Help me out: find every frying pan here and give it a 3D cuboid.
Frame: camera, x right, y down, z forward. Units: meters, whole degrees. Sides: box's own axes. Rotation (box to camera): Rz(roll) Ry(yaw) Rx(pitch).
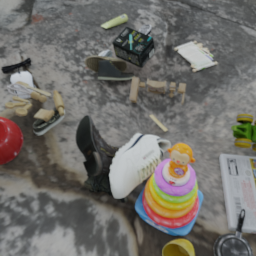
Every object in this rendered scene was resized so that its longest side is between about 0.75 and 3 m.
[{"bbox_3d":[2.822,2.881,6.987,1.557,0.253,0.942,-43,65,-14],"label":"frying pan"}]

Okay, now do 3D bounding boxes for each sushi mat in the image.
[{"bbox_3d":[1.050,-0.171,9.754,0.800,0.048,0.383,45,22,8],"label":"sushi mat"}]

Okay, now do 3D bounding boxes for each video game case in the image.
[{"bbox_3d":[3.901,1.873,8.089,2.227,0.280,2.447,5,47,4],"label":"video game case"}]

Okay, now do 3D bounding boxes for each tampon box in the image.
[{"bbox_3d":[0.240,-3.346,11.649,1.392,0.879,1.043,31,71,23],"label":"tampon box"}]

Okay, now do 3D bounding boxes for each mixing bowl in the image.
[{"bbox_3d":[-4.173,0.284,8.694,1.652,0.894,1.652,5,70,-15],"label":"mixing bowl"}]

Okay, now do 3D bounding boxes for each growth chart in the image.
[{"bbox_3d":[3.137,-3.360,12.923,1.524,0.187,2.105,-16,50,-15],"label":"growth chart"}]

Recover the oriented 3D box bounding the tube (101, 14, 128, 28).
[{"bbox_3d":[-0.715,-5.608,14.896,1.481,0.430,0.384,-31,92,-22],"label":"tube"}]

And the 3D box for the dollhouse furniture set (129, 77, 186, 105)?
[{"bbox_3d":[1.129,-1.298,10.715,1.977,1.025,0.875,8,88,7],"label":"dollhouse furniture set"}]

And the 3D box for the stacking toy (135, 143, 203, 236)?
[{"bbox_3d":[1.138,1.325,6.830,1.628,2.805,1.539,24,54,18],"label":"stacking toy"}]

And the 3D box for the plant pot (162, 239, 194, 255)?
[{"bbox_3d":[1.288,3.011,6.753,0.767,0.767,0.545,32,25,26],"label":"plant pot"}]

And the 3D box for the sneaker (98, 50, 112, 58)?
[{"bbox_3d":[-1.232,-2.980,12.464,0.478,0.493,1.349,5,44,44],"label":"sneaker"}]

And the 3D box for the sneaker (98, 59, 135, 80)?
[{"bbox_3d":[-0.467,-2.368,11.410,1.533,0.814,0.573,-2,15,-11],"label":"sneaker"}]

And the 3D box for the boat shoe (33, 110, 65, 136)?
[{"bbox_3d":[-2.789,-0.323,9.962,0.504,0.454,1.425,25,52,21],"label":"boat shoe"}]

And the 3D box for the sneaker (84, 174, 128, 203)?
[{"bbox_3d":[-0.685,1.719,8.034,0.882,0.589,1.540,-31,52,-23],"label":"sneaker"}]

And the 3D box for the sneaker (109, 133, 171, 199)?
[{"bbox_3d":[0.350,0.950,7.672,1.057,1.003,2.626,8,33,22],"label":"sneaker"}]

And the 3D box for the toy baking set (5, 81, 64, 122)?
[{"bbox_3d":[-3.311,-1.088,10.026,1.964,0.298,2.559,6,34,-23],"label":"toy baking set"}]

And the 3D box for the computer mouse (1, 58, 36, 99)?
[{"bbox_3d":[-4.387,-2.085,11.527,1.308,0.523,2.385,-20,51,-19],"label":"computer mouse"}]

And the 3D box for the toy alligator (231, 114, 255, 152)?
[{"bbox_3d":[4.225,0.287,8.958,2.980,0.716,0.988,14,80,-25],"label":"toy alligator"}]

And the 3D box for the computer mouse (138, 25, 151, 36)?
[{"bbox_3d":[0.643,-4.204,13.294,0.948,0.379,1.729,15,64,37],"label":"computer mouse"}]

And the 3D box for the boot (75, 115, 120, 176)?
[{"bbox_3d":[-0.582,0.668,8.352,1.774,0.705,2.038,12,54,-46],"label":"boot"}]

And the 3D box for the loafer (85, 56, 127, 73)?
[{"bbox_3d":[-0.964,-2.712,12.005,1.810,0.685,0.618,6,19,-14],"label":"loafer"}]
